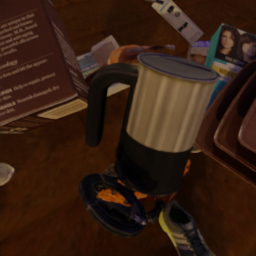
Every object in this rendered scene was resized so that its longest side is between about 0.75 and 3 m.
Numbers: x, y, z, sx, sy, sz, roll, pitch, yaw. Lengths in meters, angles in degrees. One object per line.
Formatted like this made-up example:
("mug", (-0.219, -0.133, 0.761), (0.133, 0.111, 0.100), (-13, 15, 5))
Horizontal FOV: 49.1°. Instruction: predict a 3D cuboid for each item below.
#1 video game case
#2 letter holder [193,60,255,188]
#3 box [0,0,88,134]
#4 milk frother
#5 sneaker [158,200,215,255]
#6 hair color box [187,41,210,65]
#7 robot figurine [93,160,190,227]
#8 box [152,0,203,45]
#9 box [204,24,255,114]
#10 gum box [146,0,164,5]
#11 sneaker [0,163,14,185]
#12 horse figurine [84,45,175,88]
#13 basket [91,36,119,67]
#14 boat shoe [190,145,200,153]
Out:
("video game case", (-1.823, -1.824, 10.627), (2.926, 0.342, 2.660), (-27, 51, -22))
("letter holder", (2.599, -0.437, 5.241), (1.825, 1.292, 2.568), (36, 73, 18))
("box", (-2.388, -1.431, 6.698), (2.157, 2.179, 2.626), (-21, 87, 2))
("milk frother", (0.358, 0.159, 4.779), (2.265, 2.361, 2.510), (5, 28, -14))
("sneaker", (1.388, 2.549, 6.430), (0.736, 0.807, 1.993), (-26, 53, -21))
("hair color box", (3.265, -3.054, 11.461), (1.571, 0.859, 0.509), (1, 48, 1))
("robot figurine", (0.337, 1.512, 7.318), (1.959, 0.786, 2.702), (29, 53, 32))
("box", (1.712, -3.783, 9.768), (1.832, 0.551, 1.068), (36, 22, -21))
("box", (2.439, -1.210, 6.932), (1.093, 0.653, 2.656), (19, 70, -3))
("gum box", (0.134, -4.170, 8.420), (1.360, 0.357, 1.601), (-2, 31, -33))
("sneaker", (-4.180, 1.125, 7.714), (1.983, 0.813, 0.741), (5, 48, 5))
("horse figurine", (0.017, -1.616, 7.255), (1.845, 0.695, 2.784), (-9, 2, -26))
("basket", (-0.668, -2.338, 8.967), (0.842, 0.834, 0.677), (-28, 24, 14))
("boat shoe", (1.247, -0.121, 8.892), (2.582, 0.736, 0.863), (34, 56, 27))
